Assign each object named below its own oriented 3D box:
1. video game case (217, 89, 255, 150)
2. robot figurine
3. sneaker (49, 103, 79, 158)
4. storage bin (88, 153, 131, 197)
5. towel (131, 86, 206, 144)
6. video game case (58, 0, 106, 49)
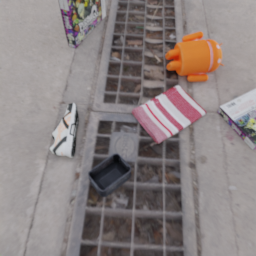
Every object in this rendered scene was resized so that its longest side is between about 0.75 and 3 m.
[{"bbox_3d":[5.144,-0.475,11.147,2.322,0.416,2.104,-26,60,-16],"label":"video game case"},{"bbox_3d":[2.954,-3.101,12.260,2.530,1.475,1.819,-7,54,-5],"label":"robot figurine"},{"bbox_3d":[-2.396,0.004,10.589,0.928,0.856,2.321,1,56,2],"label":"sneaker"},{"bbox_3d":[-0.622,1.627,9.652,1.316,0.617,0.890,-35,63,-20],"label":"storage bin"},{"bbox_3d":[1.656,-0.629,11.340,2.547,0.290,1.834,-29,62,-18],"label":"towel"},{"bbox_3d":[-2.059,-5.746,13.267,0.535,2.707,2.987,23,59,15],"label":"video game case"}]
